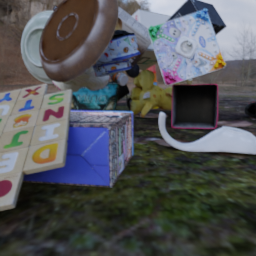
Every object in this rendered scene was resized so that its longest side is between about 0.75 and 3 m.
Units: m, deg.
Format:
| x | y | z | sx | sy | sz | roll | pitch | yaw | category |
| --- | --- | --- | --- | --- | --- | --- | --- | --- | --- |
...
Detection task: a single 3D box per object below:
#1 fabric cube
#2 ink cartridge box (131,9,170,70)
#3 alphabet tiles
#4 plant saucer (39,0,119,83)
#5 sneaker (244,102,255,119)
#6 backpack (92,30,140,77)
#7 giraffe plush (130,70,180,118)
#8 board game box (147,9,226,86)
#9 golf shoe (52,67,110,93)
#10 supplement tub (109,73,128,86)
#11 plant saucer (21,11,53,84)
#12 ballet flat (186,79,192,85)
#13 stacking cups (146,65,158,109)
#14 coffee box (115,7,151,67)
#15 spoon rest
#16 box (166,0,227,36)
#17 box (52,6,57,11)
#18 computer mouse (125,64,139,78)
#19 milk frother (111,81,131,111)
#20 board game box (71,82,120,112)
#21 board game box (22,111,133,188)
| x | y | z | sx | sy | sz | roll | pitch | yaw | category |
| --- | --- | --- | --- | --- | --- | --- | --- | --- | --- |
| 2.494 | -0.835 | 10.478 | 1.603 | 1.573 | 1.598 | 2 | 7 | 15 | fabric cube |
| 0.711 | -4.185 | 13.755 | 1.892 | 1.901 | 2.591 | -2 | -7 | -31 | ink cartridge box |
| -2.012 | 0.143 | 3.985 | 2.395 | 0.091 | 2.878 | -12 | 35 | 0 | alphabet tiles |
| -1.518 | -2.638 | 7.585 | 2.891 | 2.891 | 0.464 | 7 | -14 | 38 | plant saucer |
| 6.319 | -0.781 | 12.535 | 1.135 | 0.821 | 2.322 | -8 | 9 | -44 | sneaker |
| -0.493 | -2.400 | 8.942 | 1.713 | 1.386 | 1.799 | -17 | 21 | 11 | backpack |
| 1.567 | -1.592 | 14.092 | 2.250 | 2.394 | 2.774 | 5 | 16 | -19 | giraffe plush |
| 1.882 | -2.621 | 9.026 | 2.042 | 2.041 | 0.264 | -17 | -5 | 1 | board game box |
| -1.533 | -2.025 | 10.440 | 0.983 | 1.194 | 2.609 | 42 | 35 | 22 | golf shoe |
| -0.424 | -2.148 | 11.952 | 0.501 | 0.501 | 0.817 | -8 | 30 | -43 | supplement tub |
| -3.298 | -3.211 | 11.205 | 2.885 | 2.885 | 0.724 | 3 | 11 | 21 | plant saucer |
| 3.125 | -2.560 | 14.246 | 0.326 | 0.299 | 0.949 | 7 | 47 | 7 | ballet flat |
| 1.590 | -2.686 | 18.061 | 0.861 | 2.845 | 0.861 | -2 | 15 | 0 | stacking cups |
| -0.305 | -3.691 | 10.933 | 2.358 | 1.333 | 0.941 | 34 | 38 | -12 | coffee box |
| 1.903 | 0.270 | 6.652 | 2.522 | 0.765 | 1.253 | 14 | 11 | 2 | spoon rest |
| 2.345 | -3.692 | 10.523 | 1.842 | 1.141 | 1.810 | -16 | -17 | -47 | box |
| -2.030 | -3.664 | 9.384 | 0.816 | 0.203 | 0.810 | 44 | 11 | 35 | box |
| 0.007 | -3.290 | 12.655 | 0.695 | 2.373 | 0.404 | -8 | -23 | -22 | computer mouse |
| -0.681 | -1.383 | 15.239 | 1.887 | 1.811 | 2.006 | -38 | 57 | -13 | milk frother |
| -1.767 | -1.492 | 14.245 | 2.612 | 1.767 | 0.368 | 3 | -18 | 22 | board game box |
| -0.832 | 0.262 | 5.200 | 1.585 | 0.963 | 1.988 | 2 | 10 | 10 | board game box |
